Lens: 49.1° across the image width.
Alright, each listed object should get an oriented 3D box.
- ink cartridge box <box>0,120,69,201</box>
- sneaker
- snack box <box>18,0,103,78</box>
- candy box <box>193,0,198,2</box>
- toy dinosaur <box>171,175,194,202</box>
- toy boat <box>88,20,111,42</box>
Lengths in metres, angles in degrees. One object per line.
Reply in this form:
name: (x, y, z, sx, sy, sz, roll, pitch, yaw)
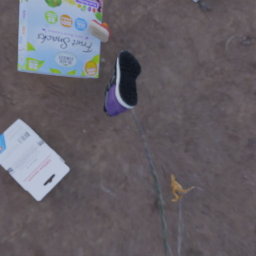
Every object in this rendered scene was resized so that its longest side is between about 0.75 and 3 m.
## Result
ink cartridge box: (-3.148, 1.086, 9.167, 2.453, 0.818, 1.421, 42, 77, 11)
sneaker: (-0.302, -1.319, 8.153, 0.877, 1.014, 2.316, 35, 43, -27)
snack box: (-2.163, -3.212, 9.128, 2.511, 1.008, 2.978, -2, 101, -35)
candy box: (3.030, -6.222, 11.517, 1.676, 0.600, 1.406, -34, 76, -10)
toy dinosaur: (1.549, 1.907, 8.702, 0.435, 1.442, 0.766, -8, 105, -14)
toy boat: (-0.859, -3.158, 8.948, 0.790, 0.515, 0.516, 34, 60, 2)
